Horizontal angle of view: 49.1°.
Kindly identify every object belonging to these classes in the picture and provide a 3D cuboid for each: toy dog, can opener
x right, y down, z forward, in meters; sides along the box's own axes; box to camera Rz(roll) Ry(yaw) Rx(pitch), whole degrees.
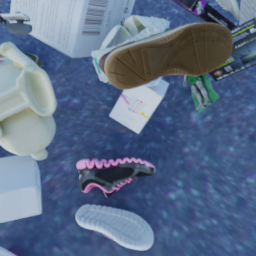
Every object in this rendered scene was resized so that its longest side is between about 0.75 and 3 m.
[{"bbox_3d":[-2.209,-0.636,5.640,1.588,2.207,2.276,-35,42,-4],"label":"toy dog"},{"bbox_3d":[-2.186,-1.791,4.708,1.096,0.289,0.364,2,87,1],"label":"can opener"}]

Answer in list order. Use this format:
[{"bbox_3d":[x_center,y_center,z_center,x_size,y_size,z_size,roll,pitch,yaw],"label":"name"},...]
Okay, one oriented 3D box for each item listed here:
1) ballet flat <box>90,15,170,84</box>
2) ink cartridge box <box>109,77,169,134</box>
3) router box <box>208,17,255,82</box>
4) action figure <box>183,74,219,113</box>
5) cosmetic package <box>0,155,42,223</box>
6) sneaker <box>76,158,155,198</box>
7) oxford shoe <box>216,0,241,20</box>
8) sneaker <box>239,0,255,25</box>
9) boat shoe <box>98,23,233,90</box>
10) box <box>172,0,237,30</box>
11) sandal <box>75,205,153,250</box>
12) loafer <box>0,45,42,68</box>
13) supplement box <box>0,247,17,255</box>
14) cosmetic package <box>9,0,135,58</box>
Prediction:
[{"bbox_3d":[0.110,-2.072,6.472,0.977,0.977,2.724,27,53,15],"label":"ballet flat"},{"bbox_3d":[0.309,-0.751,6.769,0.861,1.375,0.884,31,33,-2],"label":"ink cartridge box"},{"bbox_3d":[2.299,-1.636,6.080,1.357,1.017,0.421,-24,58,31],"label":"router box"},{"bbox_3d":[1.283,-0.954,5.403,0.327,0.707,1.198,-9,72,-25],"label":"action figure"},{"bbox_3d":[-2.800,1.240,5.300,2.174,0.805,1.105,-7,33,-15],"label":"cosmetic package"},{"bbox_3d":[-0.336,1.367,7.576,2.161,0.854,1.031,-3,67,6],"label":"sneaker"},{"bbox_3d":[2.112,-2.832,6.110,0.370,1.283,0.482,-26,47,31],"label":"oxford shoe"},{"bbox_3d":[3.849,-3.361,7.885,1.008,2.679,1.401,29,45,31],"label":"sneaker"},{"bbox_3d":[0.644,-1.275,4.776,2.385,0.860,0.858,-20,28,-16],"label":"boat shoe"},{"bbox_3d":[1.970,-3.497,8.102,2.413,0.436,1.725,6,36,-48],"label":"box"},{"bbox_3d":[-0.323,2.472,7.031,2.110,0.518,0.858,16,44,24],"label":"sandal"},{"bbox_3d":[-4.127,-2.449,9.840,2.224,0.775,0.836,12,59,7],"label":"loafer"},{"bbox_3d":[-2.993,3.563,6.132,0.847,0.829,1.639,19,61,12],"label":"supplement box"},{"bbox_3d":[-1.376,-3.163,7.035,2.349,1.966,1.954,33,32,22],"label":"cosmetic package"}]
